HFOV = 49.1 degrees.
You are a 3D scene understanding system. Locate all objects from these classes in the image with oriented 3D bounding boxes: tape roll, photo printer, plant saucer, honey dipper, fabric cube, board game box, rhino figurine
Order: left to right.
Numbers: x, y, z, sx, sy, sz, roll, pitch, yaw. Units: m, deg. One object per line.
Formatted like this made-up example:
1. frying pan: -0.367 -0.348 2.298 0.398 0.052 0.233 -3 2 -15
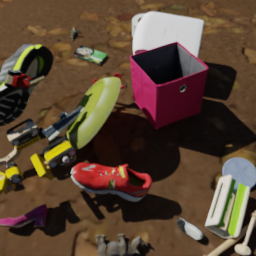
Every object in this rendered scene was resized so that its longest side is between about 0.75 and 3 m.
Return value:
1. plant saucer: -1.181 -0.554 8.612 0.403 2.594 2.594 33 53 -23
2. board game box: -1.604 -3.067 11.816 1.295 0.152 0.678 24 56 16
3. rhino figurine: -0.175 3.085 7.299 1.356 0.406 0.593 -2 70 -3
4. tape roll: 0.701 -4.424 12.403 1.074 0.738 1.074 0 55 0
5. fabric cube: 1.243 -1.379 9.074 1.785 1.813 1.819 -20 49 -15
6. photo printer: 1.435 -3.259 10.371 2.453 0.852 2.040 13 67 7
7. honey dipper: 2.929 2.877 7.427 2.558 0.486 0.486 -28 60 -17

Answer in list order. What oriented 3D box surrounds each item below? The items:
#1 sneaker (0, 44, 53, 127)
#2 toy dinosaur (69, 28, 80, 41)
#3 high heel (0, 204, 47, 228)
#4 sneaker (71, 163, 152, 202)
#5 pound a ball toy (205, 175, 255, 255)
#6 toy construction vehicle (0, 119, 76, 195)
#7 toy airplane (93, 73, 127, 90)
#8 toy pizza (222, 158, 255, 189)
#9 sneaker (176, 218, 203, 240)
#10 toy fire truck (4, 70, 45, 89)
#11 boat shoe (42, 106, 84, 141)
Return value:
1. sneaker: -3.442 -1.283 8.350 1.180 1.077 2.916 33 83 42
2. toy dinosaur: -2.403 -4.303 12.653 0.416 0.224 0.944 -5 51 5
3. high heel: -2.913 2.411 7.723 1.299 0.438 0.623 1 65 -5
4. sneaker: -0.379 1.261 7.438 2.214 0.940 0.853 16 45 -19
5. pound a ball toy: 2.831 2.395 7.698 1.167 0.761 1.790 32 60 -5
6. toy construction vehicle: -2.817 0.886 7.817 2.439 0.859 2.124 -33 49 -15
7. toy airplane: -0.695 -1.430 9.835 1.393 1.393 0.256 -10 55 -7
8. toy pizza: 3.414 1.418 8.586 1.038 0.165 1.038 -2 63 3
9. sneaker: 1.672 2.761 7.655 0.802 0.291 0.288 32 99 32
10. toy fire truck: -2.662 -1.236 7.355 0.881 0.776 0.567 20 99 -8
11. boat shoe: -1.842 -0.206 7.988 1.344 0.503 0.416 -42 94 -1
